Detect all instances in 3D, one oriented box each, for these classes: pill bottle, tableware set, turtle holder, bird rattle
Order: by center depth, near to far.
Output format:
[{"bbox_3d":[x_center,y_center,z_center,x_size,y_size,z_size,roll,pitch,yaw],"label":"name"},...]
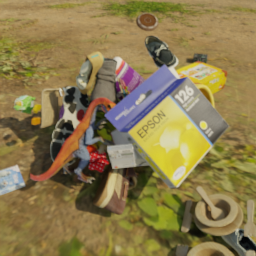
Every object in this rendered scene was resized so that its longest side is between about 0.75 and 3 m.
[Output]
[{"bbox_3d":[2.070,2.595,6.787,1.864,0.565,2.820,-7,30,27],"label":"tableware set"},{"bbox_3d":[-0.995,0.737,8.583,1.092,0.754,1.339,-1,51,27],"label":"bird rattle"},{"bbox_3d":[-3.959,-0.832,10.632,0.638,0.683,0.899,11,51,0],"label":"turtle holder"},{"bbox_3d":[0.009,-1.745,11.824,2.410,1.355,1.355,38,31,-19],"label":"pill bottle"}]

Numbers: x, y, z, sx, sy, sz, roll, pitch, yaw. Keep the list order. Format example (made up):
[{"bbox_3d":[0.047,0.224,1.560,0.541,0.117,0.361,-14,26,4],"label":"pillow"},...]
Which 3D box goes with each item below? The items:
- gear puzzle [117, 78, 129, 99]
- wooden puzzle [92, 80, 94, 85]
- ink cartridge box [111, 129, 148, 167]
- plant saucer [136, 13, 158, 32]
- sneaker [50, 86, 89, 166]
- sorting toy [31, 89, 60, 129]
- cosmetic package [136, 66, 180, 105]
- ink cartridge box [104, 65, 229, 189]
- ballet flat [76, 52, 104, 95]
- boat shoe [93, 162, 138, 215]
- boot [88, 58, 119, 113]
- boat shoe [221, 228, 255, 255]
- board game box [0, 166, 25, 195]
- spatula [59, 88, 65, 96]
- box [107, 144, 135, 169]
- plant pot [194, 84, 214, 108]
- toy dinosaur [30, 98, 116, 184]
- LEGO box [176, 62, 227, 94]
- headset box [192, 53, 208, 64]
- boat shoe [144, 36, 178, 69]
[{"bbox_3d":[-0.051,-1.285,10.345,0.229,0.906,1.749,-18,-5,6],"label":"gear puzzle"},{"bbox_3d":[-1.283,-1.859,9.528,0.186,0.745,0.804,1,65,-15],"label":"wooden puzzle"},{"bbox_3d":[0.346,0.562,8.861,1.603,0.686,1.183,2,60,-50],"label":"ink cartridge box"},{"bbox_3d":[0.722,-3.974,10.434,0.855,0.137,0.855,2,67,-5],"label":"plant saucer"},{"bbox_3d":[-2.061,-0.011,10.140,1.200,1.241,2.976,16,63,-17],"label":"sneaker"},{"bbox_3d":[-2.903,-0.691,9.839,0.248,1.379,1.851,9,10,9],"label":"sorting toy"},{"bbox_3d":[0.747,-1.132,9.182,1.949,0.695,0.989,-43,17,-24],"label":"cosmetic package"},{"bbox_3d":[1.203,-0.195,7.952,2.667,0.634,2.699,-43,95,-23],"label":"ink cartridge box"},{"bbox_3d":[-1.368,-1.690,8.880,0.578,1.835,0.630,-27,72,-41],"label":"ballet flat"},{"bbox_3d":[-0.214,1.568,8.661,0.995,0.998,2.765,32,25,-6],"label":"boat shoe"},{"bbox_3d":[-0.655,-1.514,10.378,1.042,1.965,2.985,6,1,4],"label":"boot"},{"bbox_3d":[2.856,2.817,7.015,0.536,0.547,1.537,-14,37,-19],"label":"boat shoe"},{"bbox_3d":[-3.885,1.681,8.948,0.921,0.201,0.926,-18,39,-26],"label":"board game box"},{"bbox_3d":[-3.198,-1.813,14.092,0.647,0.075,0.931,-7,36,-19],"label":"spatula"},{"bbox_3d":[-0.164,0.770,7.429,0.653,0.838,0.173,-7,48,4],"label":"box"},{"bbox_3d":[1.598,-0.370,10.240,2.301,2.445,2.445,7,32,39],"label":"plant pot"},{"bbox_3d":[-1.258,0.332,8.120,2.692,2.443,1.413,-9,24,-45],"label":"toy dinosaur"},{"bbox_3d":[3.432,-2.350,14.051,2.488,0.960,1.853,-26,43,-33],"label":"LEGO box"},{"bbox_3d":[4.460,-4.234,17.233,0.901,0.418,0.784,8,35,12],"label":"headset box"},{"bbox_3d":[1.305,-3.238,11.958,0.907,0.723,2.398,-35,41,0],"label":"boat shoe"}]
